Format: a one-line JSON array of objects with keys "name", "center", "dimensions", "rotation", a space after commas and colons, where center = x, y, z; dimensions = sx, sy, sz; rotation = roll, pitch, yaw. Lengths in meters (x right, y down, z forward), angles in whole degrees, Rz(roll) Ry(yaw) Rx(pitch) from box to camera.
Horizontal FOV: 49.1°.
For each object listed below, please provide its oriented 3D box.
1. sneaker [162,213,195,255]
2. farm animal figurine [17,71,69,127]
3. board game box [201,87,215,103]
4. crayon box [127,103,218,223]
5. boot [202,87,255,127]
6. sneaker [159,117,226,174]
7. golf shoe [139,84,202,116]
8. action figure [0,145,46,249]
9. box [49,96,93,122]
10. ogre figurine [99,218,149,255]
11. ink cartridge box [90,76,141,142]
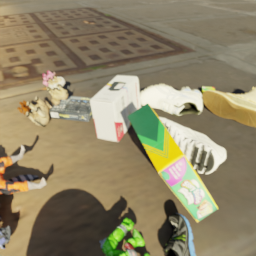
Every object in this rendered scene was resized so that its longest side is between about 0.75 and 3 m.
[{"name": "sneaker", "center": [1.168, 2.750, 6.700], "dimensions": [0.704, 0.603, 1.700], "rotation": [3, 36, -2]}, {"name": "farm animal figurine", "center": [-3.320, -1.149, 11.644], "dimensions": [1.776, 1.106, 2.199], "rotation": [27, 75, 44]}, {"name": "board game box", "center": [3.780, -1.542, 13.176], "dimensions": [0.590, 0.277, 1.161], "rotation": [6, 35, 8]}, {"name": "crayon box", "center": [1.181, 0.932, 7.500], "dimensions": [0.764, 2.619, 2.260], "rotation": [-33, 39, 6]}, {"name": "boot", "center": [4.784, -1.187, 12.045], "dimensions": [2.695, 0.981, 2.095], "rotation": [27, 43, 31]}, {"name": "sneaker", "center": [1.943, 0.479, 9.644], "dimensions": [1.216, 1.127, 3.000], "rotation": [-16, 39, -42]}, {"name": "golf shoe", "center": [1.807, -1.095, 11.921], "dimensions": [2.795, 1.094, 1.359], "rotation": [0, 40, 1]}, {"name": "action figure", "center": [-3.590, 1.974, 7.670], "dimensions": [2.607, 1.410, 2.695], "rotation": [-29, 70, -25]}, {"name": "box", "center": [-2.297, -0.849, 12.034], "dimensions": [1.725, 0.440, 1.360], "rotation": [6, 36, 9]}, {"name": "ogre figurine", "center": [-0.037, 2.871, 6.215], "dimensions": [0.950, 0.777, 1.584], "rotation": [-10, 72, -26]}, {"name": "ink cartridge box", "center": [-0.400, -0.813, 10.867], "dimensions": [0.957, 1.685, 2.312], "rotation": [8, 34, 22]}]
